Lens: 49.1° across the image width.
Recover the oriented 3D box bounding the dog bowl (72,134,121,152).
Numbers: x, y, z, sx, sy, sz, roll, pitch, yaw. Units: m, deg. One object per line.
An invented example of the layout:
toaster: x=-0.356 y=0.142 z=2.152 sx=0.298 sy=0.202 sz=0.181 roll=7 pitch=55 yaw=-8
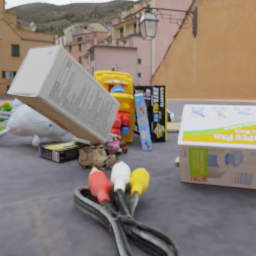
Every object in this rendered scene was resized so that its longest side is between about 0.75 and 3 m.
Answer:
dog bowl: x=-0.888 y=0.345 z=8.687 sx=1.589 sy=0.466 sz=1.589 roll=14 pitch=-4 yaw=1

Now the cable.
cable: x=-0.162 y=1.122 z=4.010 sx=1.359 sy=0.704 sz=2.797 roll=-1 pitch=8 yaw=-8

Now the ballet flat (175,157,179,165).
ballet flat: x=2.088 y=0.645 z=7.677 sx=1.849 sy=0.642 sz=0.642 roll=-3 pitch=9 yaw=-22

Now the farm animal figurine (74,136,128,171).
farm animal figurine: x=-0.677 y=0.732 z=6.967 sx=1.424 sy=0.751 sz=1.440 roll=-10 pitch=6 yaw=28

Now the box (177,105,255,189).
box: x=2.264 y=0.385 z=5.708 sx=2.313 sy=1.301 sz=1.172 roll=3 pitch=45 yaw=17

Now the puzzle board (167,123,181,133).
puzzle board: x=2.092 y=-0.022 z=13.885 sx=1.843 sy=0.213 sz=2.446 roll=1 pitch=9 yaw=1

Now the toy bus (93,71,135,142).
toy bus: x=-0.499 y=-0.700 z=10.436 sx=1.806 sy=2.661 sz=2.555 roll=2 pitch=13 yaw=-13

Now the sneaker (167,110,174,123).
sneaker: x=1.820 y=-0.641 z=16.051 sx=1.174 sy=0.779 sz=2.063 roll=1 pitch=10 yaw=-10

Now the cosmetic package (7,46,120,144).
cosmetic package: x=-1.345 y=-0.664 z=6.518 sx=1.040 sy=1.232 sz=2.384 roll=8 pitch=-22 yaw=34

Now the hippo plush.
hippo plush: x=-3.053 y=-0.604 z=9.441 sx=2.979 sy=2.373 sz=2.395 roll=-3 pitch=1 yaw=-29

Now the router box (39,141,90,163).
router box: x=-1.808 y=0.680 z=8.366 sx=1.035 sy=0.344 sz=1.316 roll=7 pitch=11 yaw=41

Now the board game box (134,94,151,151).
board game box: x=0.500 y=-0.244 z=9.633 sx=0.331 sy=1.810 sz=1.369 roll=-10 pitch=8 yaw=3

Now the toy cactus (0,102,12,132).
toy cactus: x=-5.365 y=-0.091 z=10.591 sx=1.916 sy=1.188 sz=2.323 roll=-26 pitch=38 yaw=31

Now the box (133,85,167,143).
box: x=0.772 y=-0.674 z=11.519 sx=0.664 sy=2.147 sz=2.689 roll=-2 pitch=7 yaw=-17
